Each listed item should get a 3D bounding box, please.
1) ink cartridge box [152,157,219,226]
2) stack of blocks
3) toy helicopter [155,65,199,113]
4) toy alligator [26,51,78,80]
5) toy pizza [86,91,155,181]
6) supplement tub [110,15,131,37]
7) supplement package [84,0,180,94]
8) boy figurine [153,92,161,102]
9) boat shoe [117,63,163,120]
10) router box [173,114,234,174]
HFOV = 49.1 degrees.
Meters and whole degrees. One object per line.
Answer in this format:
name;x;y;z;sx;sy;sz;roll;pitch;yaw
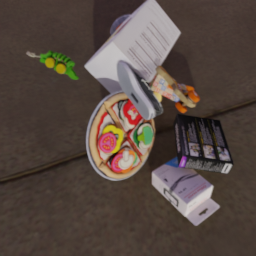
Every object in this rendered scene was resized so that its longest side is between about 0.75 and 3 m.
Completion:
ink cartridge box;1.687;1.795;8.222;1.074;0.628;1.852;-28;47;-26
stack of blocks;1.300;-1.358;9.256;1.080;0.622;0.316;24;17;-17
toy helicopter;1.432;-1.251;8.297;1.600;0.631;1.058;46;28;-1
toy alligator;-2.316;-2.140;8.734;1.965;0.533;0.583;29;14;11
toy pizza;-0.060;0.261;8.448;0.435;2.746;2.746;10;44;46
supplement tub;0.281;-3.584;12.280;1.664;1.664;2.716;-13;52;-11
supplement package;0.228;-2.631;9.318;1.630;1.693;2.976;44;51;-18
boy figurine;0.517;-1.061;10.580;1.520;0.490;0.945;-16;47;16
boat shoe;0.342;-1.096;7.818;0.628;0.679;1.838;-23;67;-29
router box;2.279;0.438;8.781;1.518;0.520;2.035;9;40;-3
